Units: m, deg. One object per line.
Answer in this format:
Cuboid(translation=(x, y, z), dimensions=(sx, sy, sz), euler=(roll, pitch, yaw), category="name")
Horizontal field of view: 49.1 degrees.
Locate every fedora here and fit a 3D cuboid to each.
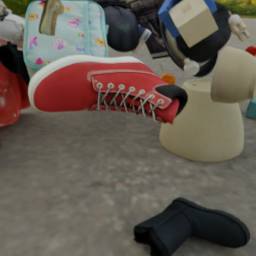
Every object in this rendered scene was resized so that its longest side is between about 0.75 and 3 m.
Cuboid(translation=(2.449, -3.138, 9.048), dimensions=(2.985, 2.985, 1.363), euler=(-23, 3, -38), category="fedora")

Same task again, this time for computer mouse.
Cuboid(translation=(-0.429, -3.728, 9.565), dimensions=(1.925, 0.733, 2.780), euler=(-9, 58, -18), category="computer mouse")

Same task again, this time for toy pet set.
Cuboid(translation=(1.875, -2.594, 8.086), dimensions=(2.731, 2.550, 1.450), euler=(-29, 49, 20), category="toy pet set")

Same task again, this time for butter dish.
Cuboid(translation=(-4.439, -0.784, 8.617), dimensions=(2.700, 2.707, 2.001), euler=(-11, 54, -16), category="butter dish")

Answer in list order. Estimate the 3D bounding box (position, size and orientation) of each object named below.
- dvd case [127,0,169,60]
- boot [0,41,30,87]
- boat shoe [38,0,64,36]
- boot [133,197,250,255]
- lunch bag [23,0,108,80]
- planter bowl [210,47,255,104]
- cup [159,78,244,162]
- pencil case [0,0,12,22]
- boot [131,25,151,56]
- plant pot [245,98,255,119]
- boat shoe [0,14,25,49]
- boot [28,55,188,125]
Cuboid(translation=(1.317, -4.207, 11.711), dimensions=(2.059, 2.770, 0.221), euler=(3, 44, 43), category="dvd case")
Cuboid(translation=(-2.876, -1.582, 7.673), dimensions=(0.568, 1.535, 1.258), euler=(-30, 6, 2), category="boot")
Cuboid(translation=(-1.646, -2.650, 6.228), dimensions=(0.414, 1.249, 0.462), euler=(11, 34, -29), category="boat shoe")
Cuboid(translation=(1.043, 1.867, 4.814), dimensions=(1.615, 0.617, 1.357), euler=(15, 26, 41), category="boot")
Cuboid(translation=(-1.631, -2.423, 7.745), dimensions=(2.254, 1.083, 2.810), euler=(-4, 59, -6), category="lunch bag")
Cuboid(translation=(2.437, -1.075, 6.096), dimensions=(0.842, 1.251, 1.251), euler=(19, 32, 32), category="planter bowl")
Cuboid(translation=(2.192, -0.415, 8.117), dimensions=(2.474, 1.769, 2.474), euler=(1, 27, 0), category="cup")
Cuboid(translation=(-4.072, -2.887, 7.761), dimensions=(1.693, 0.757, 0.659), euler=(-36, 51, 14), category="pencil case")
Cuboid(translation=(0.212, -3.674, 11.343), dimensions=(0.999, 0.805, 2.213), euler=(33, -7, -7), category="boot")
Cuboid(translation=(4.703, -0.642, 9.911), dimensions=(0.864, 0.611, 0.611), euler=(18, 31, 17), category="plant pot")
Cuboid(translation=(-3.225, -2.943, 8.904), dimensions=(2.845, 1.024, 0.935), euler=(10, 6, -42), category="boat shoe")
Cuboid(translation=(-0.212, -0.513, 4.725), dimensions=(2.508, 0.908, 1.810), euler=(-17, 43, -34), category="boot")
